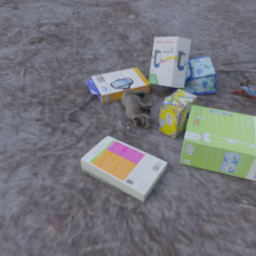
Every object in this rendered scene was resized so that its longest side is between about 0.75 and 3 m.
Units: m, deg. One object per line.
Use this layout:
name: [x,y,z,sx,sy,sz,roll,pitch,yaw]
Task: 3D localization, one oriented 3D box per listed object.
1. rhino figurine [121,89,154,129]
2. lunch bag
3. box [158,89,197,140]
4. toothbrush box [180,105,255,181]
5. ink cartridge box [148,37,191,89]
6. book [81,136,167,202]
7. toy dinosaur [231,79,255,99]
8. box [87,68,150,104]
rhino figurine: [0.335,-0.640,9.591,0.916,0.626,2.095,-9,43,-9]
lunch bag: [2.510,-2.008,10.953,1.630,1.039,1.386,-10,41,13]
box: [1.570,-0.444,8.968,0.686,1.125,1.083,28,47,28]
toothbrush box: [2.818,0.389,8.098,2.329,1.003,1.696,10,42,12]
ink cartridge box: [1.482,-2.376,10.161,0.748,1.711,1.243,1,14,-37]
book: [-0.106,1.036,7.788,1.999,0.480,1.336,24,45,23]
toy dinosaur: [4.660,-1.265,10.301,0.665,1.267,1.150,-14,66,-29]
box: [-0.430,-1.655,10.899,2.235,0.464,1.331,-16,45,-15]
